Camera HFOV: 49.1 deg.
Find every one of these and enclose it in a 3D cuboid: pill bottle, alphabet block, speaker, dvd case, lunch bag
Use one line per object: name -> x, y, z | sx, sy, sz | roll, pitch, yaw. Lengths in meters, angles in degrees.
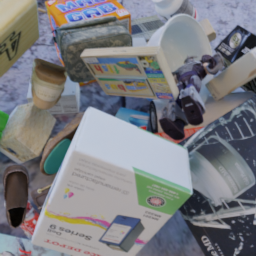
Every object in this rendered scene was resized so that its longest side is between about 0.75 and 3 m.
pill bottle -> 1.146, -3.041, 7.048 | 0.757, 1.368, 0.757 | -10, 73, 34
alphabet block -> -2.967, -2.163, 5.764 | 1.586, 1.594, 1.624 | 38, 72, -3
speaker -> 2.162, -0.365, 8.029 | 2.963, 1.203, 1.203 | -6, 50, -5
dvd case -> -2.314, 3.105, 5.586 | 2.387, 0.263, 1.742 | 9, 60, 7
lunch bag -> -0.907, -2.086, 7.021 | 1.771, 1.234, 1.485 | -16, 48, -12

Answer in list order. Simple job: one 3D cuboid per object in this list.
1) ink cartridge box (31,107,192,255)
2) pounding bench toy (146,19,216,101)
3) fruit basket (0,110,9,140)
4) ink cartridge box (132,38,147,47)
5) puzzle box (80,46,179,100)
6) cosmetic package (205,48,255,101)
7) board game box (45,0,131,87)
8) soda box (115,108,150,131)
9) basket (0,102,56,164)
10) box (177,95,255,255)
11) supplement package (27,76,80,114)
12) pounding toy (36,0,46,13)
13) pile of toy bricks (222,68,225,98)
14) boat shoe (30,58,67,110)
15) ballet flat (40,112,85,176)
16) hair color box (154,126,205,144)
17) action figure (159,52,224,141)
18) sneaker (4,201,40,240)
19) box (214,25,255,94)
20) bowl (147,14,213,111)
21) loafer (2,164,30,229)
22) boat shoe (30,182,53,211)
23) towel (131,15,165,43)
ink cartridge box -> -0.367, 1.173, 4.758 | 1.809, 2.490, 1.089 | 23, 36, -12
pounding bench toy -> 1.394, -1.986, 8.513 | 1.949, 2.499, 1.553 | -11, 53, -10
fruit basket -> -4.428, 0.137, 6.302 | 1.924, 2.668, 2.668 | 23, 53, 36
ink cartridge box -> 0.089, -1.732, 8.013 | 0.580, 1.370, 0.990 | -14, 73, -33
puzzle box -> 0.021, -1.137, 5.956 | 1.911, 1.271, 0.243 | 8, 59, 35
cosmetic package -> 2.625, -1.284, 6.575 | 0.803, 1.526, 0.542 | -32, 86, -29
board game box -> -1.317, -3.138, 9.709 | 2.143, 2.145, 2.143 | -22, 53, -17
soda box -> -0.063, 0.329, 6.882 | 0.892, 0.844, 2.630 | 13, 23, 4
basket -> -2.727, 0.104, 7.594 | 0.887, 0.975, 1.438 | -14, 44, 32
box -> 2.392, 1.009, 5.213 | 2.738, 2.691, 1.697 | 60, 27, 12
supplement package -> -2.323, -1.108, 8.903 | 1.451, 0.804, 1.130 | -4, 51, -4
pounding toy -> -4.497, -5.888, 13.041 | 1.344, 1.348, 2.350 | -3, 34, 35
pile of toy bricks -> 2.735, -1.211, 7.868 | 0.608, 0.683, 1.231 | 36, 28, 13
boat shoe -> -2.154, -1.222, 7.420 | 0.989, 0.895, 2.774 | 16, 16, -15
ballet flat -> -1.726, 0.375, 7.815 | 0.798, 0.808, 2.374 | 9, 43, 35
hair color box -> 1.391, 0.517, 7.471 | 1.673, 0.928, 0.535 | -8, 51, -6
action figure -> 1.356, -0.999, 6.357 | 1.722, 0.918, 2.646 | -29, 28, 35
sneaker -> -2.160, 2.086, 6.220 | 1.562, 0.837, 0.522 | 34, 58, 25
box -> 3.648, -1.617, 7.942 | 0.927, 2.152, 1.762 | -47, 53, 12
bowl -> 1.127, -1.541, 7.085 | 1.045, 2.326, 2.326 | 1, 40, 47
loafer -> -1.936, 1.226, 4.931 | 0.453, 1.240, 0.440 | -6, 22, -25
boat shoe -> -1.130, 1.193, 6.783 | 2.428, 0.872, 0.723 | -32, 89, -27
towel -> 0.717, -4.077, 11.770 | 1.891, 0.327, 1.820 | -17, 49, -11
